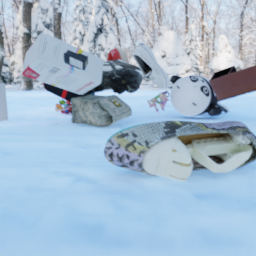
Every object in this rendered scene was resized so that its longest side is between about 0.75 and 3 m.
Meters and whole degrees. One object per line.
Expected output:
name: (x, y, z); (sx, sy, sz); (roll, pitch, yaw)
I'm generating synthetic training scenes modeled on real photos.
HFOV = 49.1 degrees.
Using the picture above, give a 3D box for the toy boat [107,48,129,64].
toy boat: (-0.666, -2.613, 11.930); (1.305, 1.303, 1.997); (-15, 25, -3)

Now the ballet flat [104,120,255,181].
ballet flat: (0.947, 0.357, 4.254); (2.562, 0.922, 0.922); (-4, 10, -18)

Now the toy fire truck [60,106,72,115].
toy fire truck: (-2.452, -0.887, 12.687); (1.051, 0.702, 1.251); (-31, 21, -23)

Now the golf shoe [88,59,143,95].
golf shoe: (-0.844, -1.928, 10.291); (2.973, 1.156, 1.405); (13, 33, 15)

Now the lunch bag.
lunch bag: (-0.843, -0.586, 9.374); (1.695, 0.996, 1.390); (9, 16, 24)

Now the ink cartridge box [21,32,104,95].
ink cartridge box: (-1.859, -1.741, 8.043); (1.896, 0.785, 1.382); (17, -20, -34)

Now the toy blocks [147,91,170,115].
toy blocks: (1.290, -0.970, 10.906); (0.750, 0.676, 0.803); (-32, -3, 30)

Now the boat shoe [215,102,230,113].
boat shoe: (4.112, -0.839, 12.870); (1.271, 0.577, 0.450); (26, -4, -28)

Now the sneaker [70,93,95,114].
sneaker: (-1.745, -0.964, 10.723); (0.525, 1.281, 0.469); (32, -2, 19)

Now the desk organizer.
desk organizer: (4.101, -1.756, 9.733); (2.318, 0.892, 0.831); (-15, 24, 43)

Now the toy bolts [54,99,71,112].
toy bolts: (-3.039, -0.934, 13.605); (0.890, 0.647, 0.932); (41, -26, -30)

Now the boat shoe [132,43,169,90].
boat shoe: (0.682, -1.721, 8.456); (0.610, 1.696, 0.557); (9, 55, 42)

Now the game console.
game console: (-2.071, -1.766, 9.825); (1.637, 1.852, 0.287); (25, 37, -6)

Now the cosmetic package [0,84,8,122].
cosmetic package: (-5.638, -0.976, 10.533); (2.607, 1.403, 1.106); (6, 12, 41)

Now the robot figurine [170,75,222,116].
robot figurine: (2.729, -1.306, 11.282); (1.962, 1.630, 2.611); (3, 7, 30)
